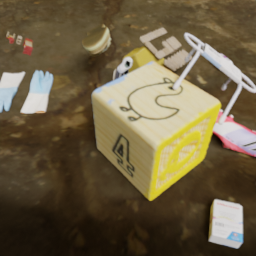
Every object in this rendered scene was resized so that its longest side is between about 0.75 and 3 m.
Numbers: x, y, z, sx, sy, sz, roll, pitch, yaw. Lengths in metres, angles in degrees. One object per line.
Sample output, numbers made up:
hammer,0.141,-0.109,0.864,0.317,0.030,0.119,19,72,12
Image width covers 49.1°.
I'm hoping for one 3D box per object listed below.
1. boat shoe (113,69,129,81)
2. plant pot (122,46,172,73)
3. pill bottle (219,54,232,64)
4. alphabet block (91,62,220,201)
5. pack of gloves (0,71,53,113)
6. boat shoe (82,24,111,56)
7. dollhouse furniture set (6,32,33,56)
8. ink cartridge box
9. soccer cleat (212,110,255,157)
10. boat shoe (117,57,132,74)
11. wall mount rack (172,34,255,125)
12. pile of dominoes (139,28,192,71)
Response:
boat shoe,-0.223,-1.349,9.300,0.473,0.548,1.509,-17,64,42
plant pot,0.541,-2.183,10.096,1.271,1.309,1.279,-43,27,-28
pill bottle,4.063,-2.695,11.826,0.506,0.506,0.901,-17,48,-16
alphabet block,0.672,0.022,7.820,2.400,2.413,2.458,-33,54,-26
pack of gloves,-4.082,-1.557,10.719,2.117,0.497,2.519,-1,45,-3
boat shoe,-1.040,-3.079,10.190,0.998,0.860,2.735,-26,27,6
dollhouse furniture set,-3.311,-2.549,8.514,0.765,0.311,0.411,13,45,-31
ink cartridge box,2.408,2.352,6.920,0.704,0.412,0.974,11,48,11
soccer cleat,3.558,0.428,8.661,2.668,0.890,1.020,33,94,17
boat shoe,-0.013,-1.781,7.871,0.276,0.304,0.826,-22,27,37
wall mount rack,2.288,-1.379,7.744,2.594,0.967,2.254,36,36,-5
pile of dominoes,1.397,-2.842,10.382,1.685,0.344,2.161,48,41,1
